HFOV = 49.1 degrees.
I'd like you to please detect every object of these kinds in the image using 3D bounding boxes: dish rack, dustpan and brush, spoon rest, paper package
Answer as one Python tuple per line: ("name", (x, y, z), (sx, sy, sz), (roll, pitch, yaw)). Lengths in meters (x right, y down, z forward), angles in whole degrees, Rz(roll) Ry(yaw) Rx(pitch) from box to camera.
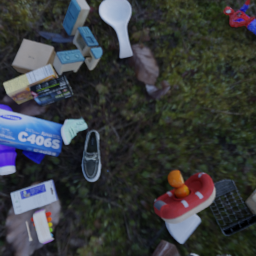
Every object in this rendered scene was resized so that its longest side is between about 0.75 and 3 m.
("dish rack", (3.484, 2.697, 9.747), (1.304, 0.464, 1.700), (-22, 76, -7))
("dustpan and brush", (1.556, 3.054, 9.718), (1.577, 0.451, 1.101), (40, 87, 3))
("spoon rest", (-0.373, -4.220, 11.387), (1.322, 0.807, 2.661), (-14, 77, -4))
("paper package", (-3.657, -2.697, 11.047), (1.302, 0.674, 1.241), (16, 76, 5))

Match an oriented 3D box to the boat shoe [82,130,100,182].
("boat shoe", (-1.361, 0.981, 10.068), (0.672, 0.662, 1.865), (-3, 79, -1))

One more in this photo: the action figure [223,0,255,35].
("action figure", (5.208, -4.276, 11.136), (2.889, 1.430, 0.943), (31, 77, 10))

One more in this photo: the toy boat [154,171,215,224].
("toy boat", (1.764, 2.050, 9.252), (2.145, 1.400, 1.402), (-25, 100, -16))

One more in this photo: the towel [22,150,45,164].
("towel", (-3.331, 0.691, 10.367), (0.786, 0.264, 1.064), (31, 77, 7))

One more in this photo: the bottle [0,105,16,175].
("bottle", (-4.528, 0.416, 10.023), (0.809, 1.035, 2.478), (-22, 75, 25))

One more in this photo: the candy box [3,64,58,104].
("candy box", (-3.558, -1.623, 10.559), (1.834, 1.059, 0.507), (-25, 76, -6))

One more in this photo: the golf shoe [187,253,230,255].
("golf shoe", (2.825, 4.480, 9.051), (2.155, 0.838, 1.018), (28, 41, -1))

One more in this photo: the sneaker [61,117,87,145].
("sneaker", (-1.862, 0.059, 9.778), (0.793, 0.495, 1.345), (-10, 33, 4))

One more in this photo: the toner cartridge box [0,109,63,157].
("toner cartridge box", (-3.460, 0.200, 9.768), (2.304, 0.497, 1.094), (15, 58, -23))

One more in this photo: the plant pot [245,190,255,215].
("plant pot", (4.831, 2.515, 9.376), (1.260, 1.423, 1.421), (41, 79, 21))

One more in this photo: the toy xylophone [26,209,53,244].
("toy xylophone", (-3.035, 3.417, 9.639), (0.836, 0.287, 1.141), (-11, 76, -3))

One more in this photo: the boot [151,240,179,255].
("boot", (0.702, 4.251, 9.277), (1.571, 0.542, 1.686), (44, 82, -3))

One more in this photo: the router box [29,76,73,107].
("router box", (-2.850, -1.351, 10.508), (1.372, 1.028, 0.426), (-19, 75, -5))

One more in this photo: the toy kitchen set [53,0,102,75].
("toy kitchen set", (-2.154, -3.451, 10.462), (1.919, 1.411, 2.395), (-20, 73, -38))

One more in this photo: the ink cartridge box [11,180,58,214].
("ink cartridge box", (-3.281, 2.442, 9.894), (1.542, 0.302, 0.767), (-17, 76, -3))
